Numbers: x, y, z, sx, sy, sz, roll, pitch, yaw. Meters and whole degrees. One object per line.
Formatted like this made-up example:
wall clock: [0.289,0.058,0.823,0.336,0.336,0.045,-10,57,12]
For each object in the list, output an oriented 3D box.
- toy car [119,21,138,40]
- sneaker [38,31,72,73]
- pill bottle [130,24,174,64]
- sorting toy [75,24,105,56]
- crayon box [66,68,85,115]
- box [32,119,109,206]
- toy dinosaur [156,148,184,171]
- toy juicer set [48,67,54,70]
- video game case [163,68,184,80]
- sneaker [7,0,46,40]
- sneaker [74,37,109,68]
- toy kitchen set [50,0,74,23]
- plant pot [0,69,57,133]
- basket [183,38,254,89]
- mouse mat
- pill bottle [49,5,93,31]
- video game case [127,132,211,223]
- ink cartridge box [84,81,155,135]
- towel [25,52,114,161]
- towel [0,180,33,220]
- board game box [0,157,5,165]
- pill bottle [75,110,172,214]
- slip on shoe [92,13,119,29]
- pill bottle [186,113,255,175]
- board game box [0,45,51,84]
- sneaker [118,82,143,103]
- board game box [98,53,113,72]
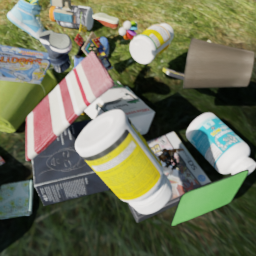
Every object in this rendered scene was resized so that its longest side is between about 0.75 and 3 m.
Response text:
toy car: [0.074,-3.707,10.746,0.659,0.754,0.565,-20,74,-50]
sneaker: [-1.985,-2.188,8.458,0.639,1.215,1.682,-35,42,-17]
pill bottle: [1.056,-3.565,11.591,1.163,1.163,2.062,26,48,21]
sorting toy: [-1.268,-3.097,10.789,0.324,1.918,0.925,3,59,37]
crayon box: [-2.318,-1.524,12.393,1.585,0.634,2.496,17,51,14]
box: [-1.996,1.106,9.604,2.262,1.426,2.301,-12,50,-10]
toy dinosaur: [1.262,0.885,8.425,0.996,0.676,0.509,-19,14,0]
toy juicer set: [-4.784,-2.893,13.207,2.448,0.666,1.558,-3,21,-4]
video game case: [1.918,-1.970,10.551,1.102,0.141,0.996,15,18,-11]
sneaker: [-3.117,-3.729,9.614,1.087,1.665,0.662,-48,47,16]
sneaker: [-1.787,-3.867,14.042,1.066,1.210,2.714,19,51,16]
toy kitchen set: [-3.045,-5.201,12.253,0.912,1.549,1.241,11,52,5]
plant pot: [-4.712,-1.304,11.208,2.761,2.761,2.622,15,64,13]
basket: [2.931,-1.987,9.133,1.971,1.341,1.777,10,76,15]
mouse mat: [2.087,1.846,7.272,2.068,1.664,0.078,-14,47,-19]
pill bottle: [-3.307,-6.445,16.218,2.378,1.263,1.263,12,50,9]
video game case: [1.041,1.572,9.911,2.887,0.368,2.609,-19,52,-16]
ink cartridge box: [-0.471,-0.747,11.085,1.838,1.061,2.516,-17,47,-44]
towel: [-1.677,-0.637,7.496,2.920,0.332,2.103,-42,35,11]
towel: [-3.724,2.365,9.276,1.076,0.303,1.257,-6,49,-7]
board game box: [-5.064,1.188,10.361,0.797,0.185,0.604,34,57,26]
pill bottle: [-0.010,0.807,6.149,1.269,2.221,1.269,-29,26,16]
slip on shoe: [-0.633,-2.962,7.761,0.905,0.277,0.335,29,52,26]
pill bottle: [3.324,0.689,10.016,1.362,1.362,2.459,-25,54,-20]
board game box: [-3.611,-2.033,9.143,1.886,1.277,0.325,-1,58,-39]
sneaker: [0.025,-1.384,12.175,1.791,0.792,0.674,36,57,27]
board game box: [-1.080,-2.315,10.498,0.817,0.675,0.232,-37,16,-12]
